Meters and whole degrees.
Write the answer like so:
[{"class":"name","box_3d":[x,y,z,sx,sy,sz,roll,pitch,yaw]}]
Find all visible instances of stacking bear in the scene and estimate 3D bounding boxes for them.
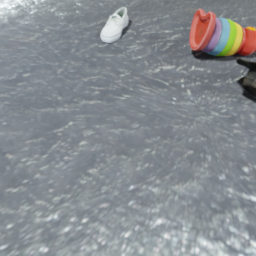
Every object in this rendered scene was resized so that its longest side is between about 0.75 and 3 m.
[{"class":"stacking bear","box_3d":[4.185,-3.776,11.737,2.826,1.607,1.716,7,27,-14]}]

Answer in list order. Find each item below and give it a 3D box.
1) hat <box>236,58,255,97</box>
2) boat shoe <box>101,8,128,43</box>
[{"class":"hat","box_3d":[4.632,-1.496,9.553,2.451,0.989,2.451,22,10,-4]},{"class":"boat shoe","box_3d":[-0.692,-5.091,13.645,0.956,0.867,2.598,10,45,11]}]
